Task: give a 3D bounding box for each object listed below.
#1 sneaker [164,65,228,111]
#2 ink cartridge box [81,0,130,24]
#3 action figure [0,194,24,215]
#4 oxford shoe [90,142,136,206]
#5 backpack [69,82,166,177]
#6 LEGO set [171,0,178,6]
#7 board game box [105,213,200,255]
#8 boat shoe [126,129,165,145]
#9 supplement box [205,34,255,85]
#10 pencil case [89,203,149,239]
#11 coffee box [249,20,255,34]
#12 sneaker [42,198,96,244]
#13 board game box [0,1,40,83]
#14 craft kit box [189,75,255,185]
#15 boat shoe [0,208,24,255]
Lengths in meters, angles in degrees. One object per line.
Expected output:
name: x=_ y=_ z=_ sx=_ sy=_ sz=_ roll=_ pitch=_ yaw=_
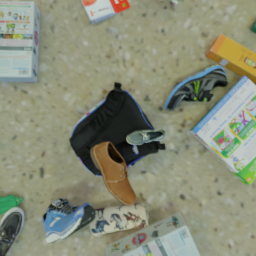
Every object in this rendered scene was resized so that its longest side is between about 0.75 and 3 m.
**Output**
sneaker: x=2.575 y=-1.369 z=10.522 sx=2.677 sy=0.949 sz=1.109 roll=-29 pitch=79 yaw=-5
ink cartridge box: x=-0.955 y=-5.099 z=11.088 sx=1.737 sy=0.435 sz=1.409 roll=-24 pitch=86 yaw=1
action figure: x=-4.803 y=2.895 z=10.432 sx=1.780 sy=0.487 sz=1.051 roll=-12 pitch=84 yaw=-8
oxford shoe: x=-0.295 y=1.374 z=8.273 sx=0.756 sy=0.756 sz=2.121 roll=-27 pitch=97 yaw=33
backpack: x=-0.593 y=0.316 z=9.792 sx=2.668 sy=2.158 sz=2.801 roll=-33 pitch=85 yaw=-9
LEGO set: x=1.742 y=-5.625 z=10.906 sx=0.946 sy=1.169 sz=2.542 roll=25 pitch=57 yaw=-14
board game box: x=0.945 y=4.551 z=9.743 sx=2.894 sy=0.930 sz=2.135 roll=-25 pitch=107 yaw=-2
boat shoe: x=0.571 y=0.238 z=8.685 sx=1.241 sy=0.383 sz=0.452 roll=-6 pitch=73 yaw=-13
supplement box: x=4.276 y=-2.558 z=10.699 sx=2.447 sy=0.842 sz=0.814 roll=31 pitch=87 yaw=4
pencil case: x=-0.306 y=3.343 z=10.184 sx=2.250 sy=0.875 sz=1.006 roll=-8 pitch=75 yaw=-1
coffee box: x=5.841 y=-3.876 z=11.001 sx=1.757 sy=0.386 sz=1.081 roll=35 pitch=86 yaw=3
sneaker: x=-2.196 y=3.010 z=9.484 sx=2.847 sy=1.118 sz=1.269 roll=-34 pitch=80 yaw=39
board game box: x=-4.558 y=-3.262 z=10.692 sx=2.142 sy=0.933 sz=2.903 roll=2 pitch=87 yaw=-1
craft kit box: x=4.392 y=0.073 z=10.578 sx=2.911 sy=0.715 sz=2.947 roll=45 pitch=87 yaw=6
boat shoe: x=-4.466 y=4.018 z=10.087 sx=0.795 sy=0.753 sz=2.274 roll=32 pitch=87 yaw=-22
